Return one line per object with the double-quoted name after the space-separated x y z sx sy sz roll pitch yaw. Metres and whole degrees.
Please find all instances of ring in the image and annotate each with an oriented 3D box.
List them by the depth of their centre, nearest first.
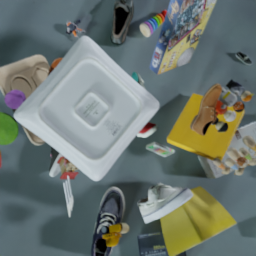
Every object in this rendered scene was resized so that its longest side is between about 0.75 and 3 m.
-2.188 -1.629 9.248 0.125 1.307 1.307 11 81 23 "ring"

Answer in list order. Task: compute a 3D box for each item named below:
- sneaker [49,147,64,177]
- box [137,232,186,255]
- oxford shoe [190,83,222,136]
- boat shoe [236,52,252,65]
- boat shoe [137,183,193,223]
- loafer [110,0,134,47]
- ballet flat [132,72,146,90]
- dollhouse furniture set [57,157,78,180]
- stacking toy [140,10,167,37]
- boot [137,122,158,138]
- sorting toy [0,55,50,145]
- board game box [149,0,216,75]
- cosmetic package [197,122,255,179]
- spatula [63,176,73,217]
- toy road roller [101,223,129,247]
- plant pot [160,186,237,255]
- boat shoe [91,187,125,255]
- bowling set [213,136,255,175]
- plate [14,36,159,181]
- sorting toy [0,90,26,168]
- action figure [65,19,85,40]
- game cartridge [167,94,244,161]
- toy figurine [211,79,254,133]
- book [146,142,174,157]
-2.929 0.562 11.211 1.310 0.934 2.642 18 76 5 "sneaker"
1.304 4.759 10.749 1.763 0.450 1.390 -7 80 -2 "box"
2.298 -0.481 7.824 0.549 0.548 1.538 -3 122 -35 "oxford shoe"
5.026 -3.007 12.042 0.804 0.275 0.297 43 84 6 "boat shoe"
0.975 2.174 8.579 0.938 2.647 0.924 -24 74 -28 "boat shoe"
-0.244 -4.843 12.053 0.924 0.809 2.571 7 81 1 "loafer"
0.419 -1.587 10.343 0.376 0.398 1.182 13 47 -32 "ballet flat"
-1.851 1.098 9.291 0.531 1.306 0.703 8 46 -36 "dollhouse furniture set"
1.221 -4.599 12.194 1.439 0.614 0.614 -39 83 -12 "stacking toy"
0.406 -0.208 9.333 0.500 1.380 0.996 -34 99 -20 "boot"
-2.993 -0.976 9.191 0.468 2.375 2.566 -20 107 30 "sorting toy"
1.731 -3.045 8.948 1.731 2.555 0.442 -26 60 -34 "board game box"
4.249 0.840 11.071 2.821 1.044 1.434 -23 82 -5 "cosmetic package"
-1.814 2.047 8.483 0.087 0.752 1.081 -6 104 3 "spatula"
-0.415 3.453 9.022 0.881 0.541 0.643 -21 62 27 "toy road roller"
2.253 3.252 10.090 1.931 1.931 1.703 -8 59 -38 "plant pot"
-0.735 3.636 10.513 1.015 1.260 2.718 9 82 1 "boat shoe"
3.188 1.000 7.922 0.765 0.992 1.425 44 112 -12 "bowling set"
-0.973 -0.481 7.464 2.920 0.472 2.913 41 83 -12 "plate"
-3.654 0.062 8.235 0.953 0.947 2.749 28 104 -10 "sorting toy"
-2.279 -4.377 12.174 0.874 0.472 0.903 35 82 -4 "action figure"
3.004 -0.067 10.871 2.172 0.400 2.464 23 66 26 "game cartridge"
3.267 -0.705 9.208 1.027 1.453 1.476 43 42 11 "toy figurine"
1.119 0.738 9.766 0.833 0.557 0.200 24 63 -21 "book"
